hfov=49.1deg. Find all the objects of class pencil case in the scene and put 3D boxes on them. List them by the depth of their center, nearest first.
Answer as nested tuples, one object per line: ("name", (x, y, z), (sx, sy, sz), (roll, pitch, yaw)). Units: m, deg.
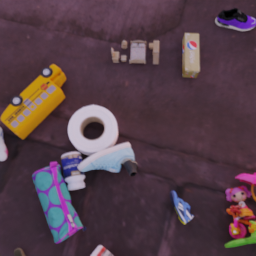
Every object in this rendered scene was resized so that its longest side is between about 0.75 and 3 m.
("pencil case", (-2.264, 2.375, 9.011), (1.004, 1.091, 2.360), (-10, 68, -44))

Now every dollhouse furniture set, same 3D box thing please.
("dollhouse furniture set", (0.291, -3.082, 10.874), (1.801, 0.797, 0.934), (2, 68, 6))

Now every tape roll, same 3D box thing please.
("tape roll", (-1.241, 0.094, 10.016), (1.754, 0.613, 1.754), (0, 72, 1))

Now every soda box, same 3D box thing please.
("soda box", (2.452, -2.839, 10.995), (0.577, 0.545, 1.703), (4, 72, 1))

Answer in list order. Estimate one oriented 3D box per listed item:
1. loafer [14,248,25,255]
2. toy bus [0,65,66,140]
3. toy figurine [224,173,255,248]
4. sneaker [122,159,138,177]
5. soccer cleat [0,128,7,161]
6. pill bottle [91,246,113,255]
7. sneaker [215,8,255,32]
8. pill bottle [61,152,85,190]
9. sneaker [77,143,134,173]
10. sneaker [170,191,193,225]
("loafer", (-3.368, 4.202, 8.879), (0.320, 0.284, 0.841), (-12, 88, 1))
("toy bus", (-3.292, -0.982, 10.196), (1.081, 0.898, 2.761), (39, 76, 11))
("toy figurine", (3.908, 2.537, 9.033), (2.255, 1.693, 2.075), (-22, 57, 18))
("sneaker", (0.138, 1.400, 9.291), (0.377, 1.009, 0.536), (-33, 63, 9))
("soccer cleat", (-4.637, 0.524, 9.898), (0.463, 0.573, 1.326), (-18, 74, -6))
("pill bottle", (-0.432, 4.577, 8.273), (2.005, 1.162, 1.162), (36, 76, 11))
("sneaker", (4.460, -4.444, 11.363), (1.652, 0.822, 0.574), (7, 72, 3))
("pill bottle", (-1.854, 1.475, 9.529), (0.693, 0.693, 1.198), (-13, 73, -4))
("sneaker", (-0.653, 1.165, 9.410), (2.034, 0.752, 0.834), (-21, 73, -23))
("sneaker", (1.762, 2.596, 9.330), (0.469, 0.422, 1.141), (-24, 81, -9))
